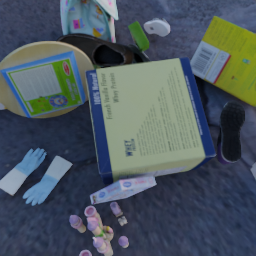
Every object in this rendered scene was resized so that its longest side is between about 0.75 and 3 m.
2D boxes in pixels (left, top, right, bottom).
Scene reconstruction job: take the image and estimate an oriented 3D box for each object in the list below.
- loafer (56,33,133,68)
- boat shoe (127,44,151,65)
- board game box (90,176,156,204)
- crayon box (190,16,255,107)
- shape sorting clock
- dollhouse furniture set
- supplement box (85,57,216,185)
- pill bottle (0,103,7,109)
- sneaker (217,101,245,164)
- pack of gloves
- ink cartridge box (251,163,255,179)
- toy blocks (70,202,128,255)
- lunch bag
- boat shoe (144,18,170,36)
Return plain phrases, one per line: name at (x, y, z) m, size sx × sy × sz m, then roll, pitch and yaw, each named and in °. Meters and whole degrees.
loafer at (-1.002, -2.200, 7.939) m, size 2.312 × 0.844 × 0.825 m, roll 7°, pitch 18°, yaw 3°
boat shoe at (0.649, -1.601, 8.803) m, size 0.929 × 0.860 × 2.517 m, roll -22°, pitch 69°, yaw -13°
board game box at (-0.119, 1.474, 6.644) m, size 1.131 × 1.134 × 0.233 m, roll 4°, pitch 62°, yaw -45°
crayon box at (3.485, -1.913, 8.506) m, size 2.886 × 1.832 × 0.733 m, roll 34°, pitch 26°, yaw 17°
shape sorting clock at (-2.198, -1.211, 7.624) m, size 2.660 × 2.660 × 0.522 m, roll -14°, pitch 55°, yaw -8°
dollhouse furniture set at (-0.714, -1.903, 8.197) m, size 2.801 × 1.081 × 1.400 m, roll -27°, pitch 94°, yaw 9°
supplement box at (0.414, -0.108, 7.256) m, size 2.620 × 1.761 × 2.623 m, roll -9°, pitch 71°, yaw -5°
pill bottle at (-3.535, -1.288, 8.474) m, size 2.253 × 1.262 × 1.262 m, roll -17°, pitch 62°, yaw -10°
sneaker at (2.654, 0.126, 7.566) m, size 0.648 × 0.750 × 1.712 m, roll 13°, pitch 74°, yaw 1°
pack of gloves at (-2.490, 1.319, 7.603) m, size 1.296 × 0.304 × 1.543 m, roll 25°, pitch 53°, yaw 14°
ink cartridge box at (4.688, 1.754, 6.773) m, size 2.060 × 1.195 × 2.791 m, roll -15°, pitch 63°, yaw -8°
toy blocks at (-0.667, 2.255, 6.368) m, size 1.235 × 1.040 × 1.154 m, roll -25°, pitch 46°, yaw -5°
lunch bag at (-1.278, -3.785, 8.921) m, size 1.810 × 2.968 × 2.529 m, roll -5°, pitch 59°, yaw -3°
boat shoe at (1.117, -3.594, 9.816) m, size 0.536 × 0.567 × 1.582 m, roll -38°, pitch 26°, yaw -6°
